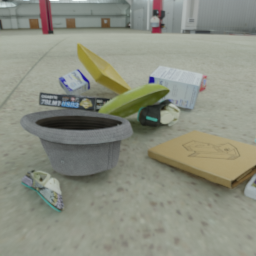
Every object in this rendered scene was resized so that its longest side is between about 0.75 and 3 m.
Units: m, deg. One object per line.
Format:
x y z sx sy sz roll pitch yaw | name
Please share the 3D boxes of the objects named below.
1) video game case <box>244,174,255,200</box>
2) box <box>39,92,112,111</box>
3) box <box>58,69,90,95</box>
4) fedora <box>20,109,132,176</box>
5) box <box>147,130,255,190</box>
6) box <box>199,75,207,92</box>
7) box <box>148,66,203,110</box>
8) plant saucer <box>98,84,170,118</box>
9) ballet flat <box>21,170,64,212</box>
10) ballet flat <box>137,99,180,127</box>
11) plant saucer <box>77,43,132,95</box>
4.485 1.344 6.709 2.472 0.318 2.719 18 30 36 | video game case
-1.909 -0.991 10.870 2.229 0.554 2.213 6 3 14 | box
-2.516 -2.075 13.134 1.098 0.576 1.009 -32 65 -23 | box
-1.300 0.401 7.324 2.971 1.341 2.627 10 15 33 | fedora
2.248 0.719 7.736 2.210 0.288 2.704 -18 22 -36 | box
3.254 -2.457 14.874 1.616 0.771 0.806 18 29 35 | box
2.054 -1.810 12.264 2.079 1.091 1.912 15 28 13 | box
0.082 -0.843 9.600 2.774 0.431 2.774 -25 -6 -3 | plant saucer
-1.876 1.320 6.327 1.567 0.564 0.564 19 30 40 | ballet flat
1.254 -0.426 9.899 0.914 0.909 2.672 17 20 24 | ballet flat
-1.235 -2.688 13.650 2.652 0.642 2.651 22 27 -54 | plant saucer
